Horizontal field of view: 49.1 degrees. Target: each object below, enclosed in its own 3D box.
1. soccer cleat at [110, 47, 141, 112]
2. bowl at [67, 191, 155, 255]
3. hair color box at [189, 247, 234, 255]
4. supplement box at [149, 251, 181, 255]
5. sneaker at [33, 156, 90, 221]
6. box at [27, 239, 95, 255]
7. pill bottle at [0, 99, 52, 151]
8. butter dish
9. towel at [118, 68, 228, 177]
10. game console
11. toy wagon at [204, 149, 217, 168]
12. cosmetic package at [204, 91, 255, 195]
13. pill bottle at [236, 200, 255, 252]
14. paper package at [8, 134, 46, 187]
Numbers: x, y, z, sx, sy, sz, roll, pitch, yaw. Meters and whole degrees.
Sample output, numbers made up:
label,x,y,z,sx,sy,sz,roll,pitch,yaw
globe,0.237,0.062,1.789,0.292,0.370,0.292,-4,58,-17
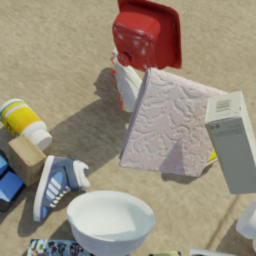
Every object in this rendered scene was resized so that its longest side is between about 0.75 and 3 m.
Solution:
label,x,y,z,sx,sy,sz,roll,pitch,yaw
soccer cleat,-0.003,-1.821,10.306,1.023,0.914,2.638,-10,74,-10
bowl,-0.520,2.816,7.839,2.419,2.419,1.087,9,106,4
hair color box,2.856,4.023,6.973,2.774,0.841,1.373,-4,53,34
supplement box,1.082,3.993,7.922,0.867,0.583,0.868,-4,67,-2
sneaker,-1.966,1.954,8.677,1.508,0.829,2.059,13,79,-7
box,-1.620,4.029,7.760,2.484,0.495,1.701,1,53,0
pill bottle,-3.429,-0.036,9.409,1.028,1.028,1.823,-42,75,-16
butter dish,0.309,-2.437,8.242,2.221,2.227,1.646,29,67,28
towel,1.112,0.006,6.466,2.371,0.382,2.264,12,107,-25
game console,-3.905,1.538,8.562,1.362,0.902,1.549,22,49,8
toy wagon,1.961,0.198,9.587,2.001,0.510,2.579,-27,70,-11
cosmetic package,2.278,0.355,5.935,0.727,1.990,1.030,-11,30,28
pill bottle,4.472,3.233,7.763,2.634,1.463,1.463,34,71,14
paper package,-3.170,1.017,8.739,1.164,1.221,0.632,42,48,19
